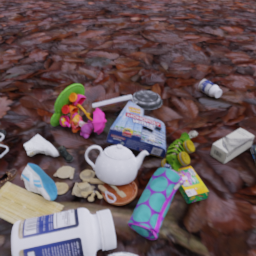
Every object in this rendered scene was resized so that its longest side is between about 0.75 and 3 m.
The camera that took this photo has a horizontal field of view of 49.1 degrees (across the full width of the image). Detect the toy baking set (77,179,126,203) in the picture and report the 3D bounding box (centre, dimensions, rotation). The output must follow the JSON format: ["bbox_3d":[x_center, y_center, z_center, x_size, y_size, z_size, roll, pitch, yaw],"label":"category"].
[{"bbox_3d":[-0.873,2.004,8.957,1.521,0.177,1.167,3,25,-12],"label":"toy baking set"}]

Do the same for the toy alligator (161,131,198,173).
[{"bbox_3d":[1.899,0.705,10.325,0.951,0.689,2.869,-29,14,36],"label":"toy alligator"}]

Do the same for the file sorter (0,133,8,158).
[{"bbox_3d":[-5.693,0.063,10.027,1.815,2.616,1.629,11,36,15],"label":"file sorter"}]

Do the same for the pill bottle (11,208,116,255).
[{"bbox_3d":[-1.604,2.871,7.270,2.450,1.361,1.361,-8,37,-11],"label":"pill bottle"}]

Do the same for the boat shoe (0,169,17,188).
[{"bbox_3d":[-4.204,1.702,9.746,0.304,0.303,0.862,11,37,18],"label":"boat shoe"}]

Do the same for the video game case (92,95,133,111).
[{"bbox_3d":[-0.630,-1.072,12.503,1.724,0.197,1.569,-14,-3,3],"label":"video game case"}]

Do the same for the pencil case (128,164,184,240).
[{"bbox_3d":[0.872,2.168,8.275,0.990,0.912,2.143,-3,41,43],"label":"pencil case"}]

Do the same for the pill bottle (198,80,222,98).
[{"bbox_3d":[4.237,-1.984,14.405,0.635,0.635,1.143,-20,41,-24],"label":"pill bottle"}]

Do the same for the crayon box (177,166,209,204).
[{"bbox_3d":[2.057,1.890,9.429,0.739,0.362,1.244,-11,38,-14],"label":"crayon box"}]

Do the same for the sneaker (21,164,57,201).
[{"bbox_3d":[-2.932,1.893,9.239,1.613,0.651,0.617,39,8,31],"label":"sneaker"}]

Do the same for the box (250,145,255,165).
[{"bbox_3d":[5.212,1.128,10.533,0.924,0.267,1.162,3,37,5],"label":"box"}]

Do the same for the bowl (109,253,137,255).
[{"bbox_3d":[-0.140,3.716,6.424,2.219,1.041,2.219,0,36,0],"label":"bowl"}]

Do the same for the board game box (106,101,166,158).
[{"bbox_3d":[0.447,-0.079,11.189,2.305,0.711,2.303,16,37,-6],"label":"board game box"}]

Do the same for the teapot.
[{"bbox_3d":[-0.404,1.113,9.492,1.553,1.149,1.574,23,26,36],"label":"teapot"}]

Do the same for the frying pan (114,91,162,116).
[{"bbox_3d":[0.405,-1.344,13.793,2.679,0.436,1.621,-8,38,-16],"label":"frying pan"}]

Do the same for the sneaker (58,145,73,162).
[{"bbox_3d":[-2.389,0.964,10.552,0.319,0.477,0.833,-39,49,-14],"label":"sneaker"}]

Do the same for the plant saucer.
[{"bbox_3d":[-0.294,2.098,9.307,1.176,0.190,1.176,0,36,0],"label":"plant saucer"}]

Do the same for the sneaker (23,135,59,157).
[{"bbox_3d":[-3.380,0.891,10.714,1.503,0.554,0.869,27,52,35],"label":"sneaker"}]

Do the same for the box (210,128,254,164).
[{"bbox_3d":[4.045,0.679,10.868,1.733,0.593,0.712,-25,43,-30],"label":"box"}]

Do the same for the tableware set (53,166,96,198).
[{"bbox_3d":[-1.873,1.844,9.644,1.611,0.187,1.346,4,35,9],"label":"tableware set"}]

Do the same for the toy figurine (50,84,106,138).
[{"bbox_3d":[-1.933,-0.372,11.688,2.024,2.199,1.651,40,11,18],"label":"toy figurine"}]

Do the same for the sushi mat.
[{"bbox_3d":[-3.291,2.507,8.783,2.423,0.147,1.159,16,40,21],"label":"sushi mat"}]

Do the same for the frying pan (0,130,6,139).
[{"bbox_3d":[-5.586,0.415,11.575,0.677,0.182,1.119,24,44,29],"label":"frying pan"}]
